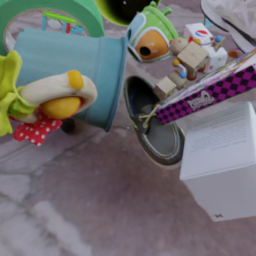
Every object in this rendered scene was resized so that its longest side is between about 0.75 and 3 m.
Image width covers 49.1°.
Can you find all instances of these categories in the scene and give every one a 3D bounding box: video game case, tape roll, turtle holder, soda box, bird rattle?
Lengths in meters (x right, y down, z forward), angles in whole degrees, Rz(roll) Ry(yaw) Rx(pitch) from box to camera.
[{"bbox_3d":[2.034,-1.005,5.744,2.246,2.478,0.444,-35,95,-34],"label":"video game case"},{"bbox_3d":[-2.026,-2.325,7.146,2.847,2.847,0.684,-8,58,-7],"label":"tape roll"},{"bbox_3d":[0.507,-2.470,7.452,1.298,1.388,1.827,-40,56,3],"label":"turtle holder"},{"bbox_3d":[3.045,-3.266,11.327,0.762,0.815,2.393,-12,50,-10],"label":"soda box"},{"bbox_3d":[-1.380,-0.319,4.740,1.795,2.201,1.240,-17,71,2],"label":"bird rattle"}]

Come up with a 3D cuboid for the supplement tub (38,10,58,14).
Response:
[{"bbox_3d":[-2.347,-4.556,8.316,1.390,1.981,1.390,11,64,-23],"label":"supplement tub"}]

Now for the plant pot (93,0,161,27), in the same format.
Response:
[{"bbox_3d":[0.076,-4.131,8.817,2.025,2.025,2.164,6,15,5],"label":"plant pot"}]

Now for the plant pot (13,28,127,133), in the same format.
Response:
[{"bbox_3d":[-1.413,-1.233,6.665,2.302,2.350,2.350,10,48,-11],"label":"plant pot"}]

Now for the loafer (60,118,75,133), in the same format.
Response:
[{"bbox_3d":[-2.259,-0.596,9.116,0.616,0.637,1.814,-26,54,-21],"label":"loafer"}]

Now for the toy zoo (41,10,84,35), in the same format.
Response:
[{"bbox_3d":[-1.863,-2.584,8.150,1.315,2.004,0.205,11,37,-12],"label":"toy zoo"}]

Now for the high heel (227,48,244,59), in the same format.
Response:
[{"bbox_3d":[3.368,-2.271,8.062,0.499,0.350,1.039,-44,21,-21],"label":"high heel"}]

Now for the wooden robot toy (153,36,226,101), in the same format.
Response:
[{"bbox_3d":[1.252,-1.605,6.509,2.131,0.939,0.967,-45,74,-5],"label":"wooden robot toy"}]

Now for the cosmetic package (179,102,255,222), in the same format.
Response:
[{"bbox_3d":[2.030,0.685,5.562,1.405,1.414,1.689,-21,31,32],"label":"cosmetic package"}]

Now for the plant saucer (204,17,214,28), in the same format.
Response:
[{"bbox_3d":[2.552,-3.861,8.513,0.522,1.493,0.142,-22,40,-21],"label":"plant saucer"}]

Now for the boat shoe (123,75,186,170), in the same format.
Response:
[{"bbox_3d":[0.541,-0.254,6.874,1.056,0.883,2.956,-29,43,7],"label":"boat shoe"}]

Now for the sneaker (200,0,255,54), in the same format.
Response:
[{"bbox_3d":[2.859,-2.966,6.666,1.002,1.528,2.655,-8,52,-27],"label":"sneaker"}]
